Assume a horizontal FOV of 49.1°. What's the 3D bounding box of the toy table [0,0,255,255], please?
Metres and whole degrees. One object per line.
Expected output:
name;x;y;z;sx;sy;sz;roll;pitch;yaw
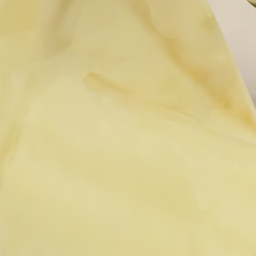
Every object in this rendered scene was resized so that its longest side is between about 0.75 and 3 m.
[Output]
toy table;-0.216;0.027;0.405;2.557;2.351;1.498;8;-2;-9
